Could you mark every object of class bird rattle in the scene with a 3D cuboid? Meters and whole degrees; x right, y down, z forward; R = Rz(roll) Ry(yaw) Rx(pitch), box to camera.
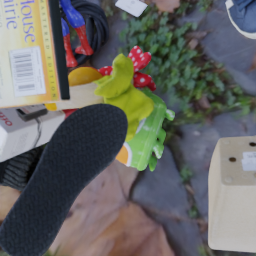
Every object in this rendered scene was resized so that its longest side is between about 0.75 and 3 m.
[{"bbox_3d":[-0.591,-1.069,6.262,2.414,1.668,2.961,-7,30,5],"label":"bird rattle"}]

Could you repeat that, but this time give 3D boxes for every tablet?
[{"bbox_3d":[0.096,-3.738,8.512,0.826,0.056,0.538,32,73,10],"label":"tablet"}]

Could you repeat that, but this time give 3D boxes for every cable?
[{"bbox_3d":[-1.812,-2.548,7.858,2.134,0.664,2.616,34,72,6],"label":"cable"}]

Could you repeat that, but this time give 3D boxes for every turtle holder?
[{"bbox_3d":[0.234,-0.095,6.414,1.401,1.499,1.973,19,85,6],"label":"turtle holder"}]

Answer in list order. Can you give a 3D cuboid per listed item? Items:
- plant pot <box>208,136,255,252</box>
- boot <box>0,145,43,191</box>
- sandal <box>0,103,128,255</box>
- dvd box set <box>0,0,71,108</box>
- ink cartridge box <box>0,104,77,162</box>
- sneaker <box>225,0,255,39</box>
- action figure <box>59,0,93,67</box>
[{"bbox_3d":[1.879,0.875,4.167,1.397,1.238,1.399,-3,39,19],"label":"plant pot"},{"bbox_3d":[-2.896,0.218,6.624,1.799,0.905,2.406,3,81,8],"label":"boot"},{"bbox_3d":[-0.863,0.596,3.781,0.859,0.547,2.286,38,78,-7],"label":"sandal"},{"bbox_3d":[-1.920,-1.036,3.208,2.376,0.349,1.738,-6,95,9],"label":"dvd box set"},{"bbox_3d":[-2.406,-0.340,6.266,1.520,0.858,2.071,41,32,12],"label":"ink cartridge box"},{"bbox_3d":[2.076,-2.969,5.404,1.228,1.089,2.906,21,47,-36],"label":"sneaker"},{"bbox_3d":[-1.394,-2.529,4.904,0.734,2.840,0.929,18,47,33],"label":"action figure"}]
